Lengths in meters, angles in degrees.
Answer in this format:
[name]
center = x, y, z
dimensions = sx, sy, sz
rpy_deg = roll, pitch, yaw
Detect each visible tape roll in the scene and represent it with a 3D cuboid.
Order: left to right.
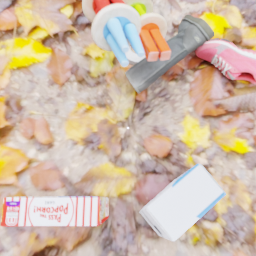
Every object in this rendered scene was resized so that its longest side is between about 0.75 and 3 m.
[tape roll]
center = 0.390, -2.786, 9.731
dimensions = 1.354, 0.247, 1.354
rpy_deg = 0, 70, -1

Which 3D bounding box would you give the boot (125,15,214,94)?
[boot]
center = 1.189, -2.354, 9.072
dimensions = 2.809, 2.554, 1.019
rpy_deg = -42, 101, 14

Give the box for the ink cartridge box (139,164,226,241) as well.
[ink cartridge box]
center = 1.224, 1.895, 7.006
dimensions = 1.595, 2.199, 0.921
rpy_deg = -38, 77, -13

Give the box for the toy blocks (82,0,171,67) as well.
[toy blocks]
center = 0.105, -2.140, 6.077
dimensions = 1.008, 2.313, 2.775
rpy_deg = -42, 50, 29

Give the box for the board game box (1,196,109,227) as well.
[board game box]
center = -1.517, 1.953, 6.763
dimensions = 1.959, 2.586, 0.599
rpy_deg = 0, 76, 1

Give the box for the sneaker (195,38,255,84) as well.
[sneaker]
center = 3.332, -2.134, 9.158
dimensions = 2.407, 0.887, 1.044
rpy_deg = 17, 72, 6
